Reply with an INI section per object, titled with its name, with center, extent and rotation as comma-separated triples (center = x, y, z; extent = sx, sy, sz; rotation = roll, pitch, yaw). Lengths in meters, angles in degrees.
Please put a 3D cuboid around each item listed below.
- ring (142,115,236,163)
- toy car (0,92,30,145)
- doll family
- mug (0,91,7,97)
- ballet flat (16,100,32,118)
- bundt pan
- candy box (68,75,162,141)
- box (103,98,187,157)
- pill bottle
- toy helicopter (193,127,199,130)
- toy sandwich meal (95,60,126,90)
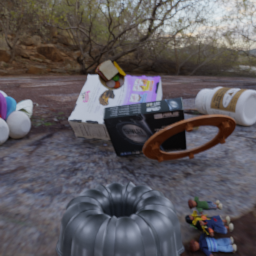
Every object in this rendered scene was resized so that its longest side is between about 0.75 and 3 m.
[ring]
center = 1.612, 0.393, 7.355
extent = 2.496, 0.239, 2.496
rotation = -12, -27, -6
[toy car]
center = -5.049, -0.458, 10.277
extent = 2.198, 1.884, 2.512
rotation = 5, 15, 22
[doll family]
center = 1.322, 1.670, 4.772
extent = 0.709, 0.481, 1.227
rotation = 4, 17, -4
[mug]
center = -6.861, -0.990, 14.157
extent = 1.688, 1.246, 1.480
rotation = 39, 35, 18
[ballet flat]
center = -5.197, -0.605, 13.298
extent = 0.943, 0.943, 2.715
rotation = 5, 19, 17
[bundt pan]
center = -0.140, 1.537, 4.622
extent = 2.118, 0.795, 2.118
rotation = -1, 14, 0
[candy box]
center = -0.371, -0.755, 10.251
extent = 2.887, 1.033, 2.422
rotation = 5, 53, 14
[box]
center = 0.538, 0.044, 8.014
extent = 2.161, 1.731, 0.470
rotation = -6, 47, 9
[pill bottle]
center = 4.694, -1.118, 13.444
extent = 1.607, 1.607, 2.810
rotation = -9, 16, -32
[toy helicopter]
center = 2.052, -0.230, 11.867
extent = 1.896, 0.748, 1.254
rotation = 14, 16, 20
[toy sandwich meal]
center = -0.494, -1.611, 8.508
extent = 0.959, 0.959, 0.328
rotation = -6, -12, -22
